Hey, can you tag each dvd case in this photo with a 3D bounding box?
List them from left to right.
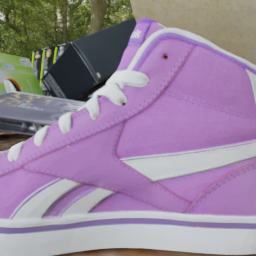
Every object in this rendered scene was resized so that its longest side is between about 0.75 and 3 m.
[{"bbox_3d":[-1.014,-0.232,4.241,1.975,0.212,2.656,8,9,-12],"label":"dvd case"}]

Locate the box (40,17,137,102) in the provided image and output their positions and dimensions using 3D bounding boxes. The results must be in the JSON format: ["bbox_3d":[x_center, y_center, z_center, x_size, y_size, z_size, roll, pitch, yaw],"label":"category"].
[{"bbox_3d":[-0.589,-1.666,7.017,2.629,1.037,1.856,-39,11,-39],"label":"box"}]

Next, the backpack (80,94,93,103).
[{"bbox_3d":[-1.131,-0.791,9.026,1.561,1.361,1.776,4,-1,5],"label":"backpack"}]

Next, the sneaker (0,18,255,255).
[{"bbox_3d":[-0.159,0.017,1.211,1.574,0.897,0.570,-1,6,-2],"label":"sneaker"}]

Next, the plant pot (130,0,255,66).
[{"bbox_3d":[1.262,-0.905,1.405,2.377,2.226,2.226,14,11,35],"label":"plant pot"}]

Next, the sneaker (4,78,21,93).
[{"bbox_3d":[-2.528,-0.442,6.039,0.576,1.252,0.474,-12,25,-7],"label":"sneaker"}]

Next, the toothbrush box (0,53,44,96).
[{"bbox_3d":[-3.342,-0.928,6.961,1.008,1.704,2.341,-29,-10,27],"label":"toothbrush box"}]

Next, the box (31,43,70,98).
[{"bbox_3d":[-2.913,-1.773,11.277,2.872,2.974,0.707,2,-4,39],"label":"box"}]
